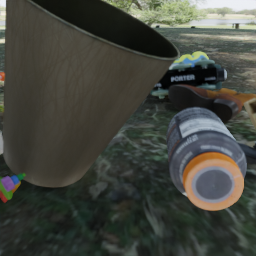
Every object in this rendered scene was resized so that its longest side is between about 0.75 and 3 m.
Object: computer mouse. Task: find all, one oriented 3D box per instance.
[{"bbox_3d":[2.467,0.490,6.024,1.280,0.337,0.886,-1,24,-2],"label":"computer mouse"}]

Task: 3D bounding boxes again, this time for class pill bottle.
[{"bbox_3d":[1.217,0.440,4.620,1.135,1.135,2.138,2,18,6],"label":"pill bottle"}]

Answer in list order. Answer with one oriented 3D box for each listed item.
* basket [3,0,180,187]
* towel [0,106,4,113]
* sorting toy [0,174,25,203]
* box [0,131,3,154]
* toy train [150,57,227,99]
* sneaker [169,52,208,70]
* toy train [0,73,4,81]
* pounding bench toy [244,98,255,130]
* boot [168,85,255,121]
[{"bbox_3d":[-0.966,-0.529,4.704,2.593,2.876,1.956,21,32,-11],"label":"basket"},{"bbox_3d":[-2.592,-0.477,8.004,2.255,0.204,0.971,10,16,28],"label":"towel"},{"bbox_3d":[-1.817,0.882,4.404,0.380,0.382,1.103,-29,-3,-35],"label":"sorting toy"},{"bbox_3d":[-4.028,0.244,5.795,2.443,0.735,1.425,13,32,22],"label":"box"},{"bbox_3d":[1.942,-1.643,9.682,2.767,1.179,1.577,-4,2,19],"label":"toy train"},{"bbox_3d":[2.280,-2.268,10.782,2.184,0.827,1.147,-28,44,-11],"label":"sneaker"},{"bbox_3d":[-3.588,-1.838,10.973,2.589,0.720,1.945,2,22,-3],"label":"toy train"},{"bbox_3d":[3.656,-0.552,7.026,0.915,0.728,1.173,-27,-5,41],"label":"pounding bench toy"},{"bbox_3d":[2.744,-1.091,9.066,2.236,0.813,2.375,16,28,33],"label":"boot"}]
